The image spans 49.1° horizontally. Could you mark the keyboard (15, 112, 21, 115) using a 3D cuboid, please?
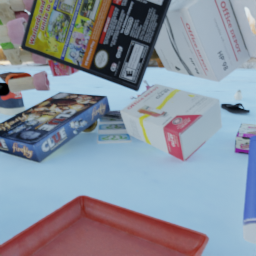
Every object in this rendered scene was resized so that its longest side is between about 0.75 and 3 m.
[{"bbox_3d":[-3.120,-0.459,9.964,1.796,0.230,1.078,12,32,37],"label":"keyboard"}]

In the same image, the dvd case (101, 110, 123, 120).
[{"bbox_3d":[0.042,-0.428,8.777,1.652,0.177,2.222,-5,8,-27],"label":"dvd case"}]

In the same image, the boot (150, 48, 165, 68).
[{"bbox_3d":[1.089,-2.460,9.948,1.264,0.485,0.982,-18,-17,-3],"label":"boot"}]

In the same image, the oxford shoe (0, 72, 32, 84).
[{"bbox_3d":[-3.510,-1.618,8.824,0.440,0.432,1.213,28,15,11],"label":"oxford shoe"}]

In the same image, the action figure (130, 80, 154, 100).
[{"bbox_3d":[0.942,-1.529,13.483,1.277,1.149,1.715,43,36,9],"label":"action figure"}]

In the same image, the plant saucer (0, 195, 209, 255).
[{"bbox_3d":[-0.356,1.416,2.820,1.865,0.342,1.861,8,17,30],"label":"plant saucer"}]

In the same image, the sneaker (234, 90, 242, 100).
[{"bbox_3d":[5.676,-1.732,14.371,0.421,0.495,1.119,3,15,17],"label":"sneaker"}]

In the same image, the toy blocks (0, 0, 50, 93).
[{"bbox_3d":[-2.387,-2.738,7.554,2.299,2.732,2.553,-10,-25,-5],"label":"toy blocks"}]

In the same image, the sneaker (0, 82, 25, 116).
[{"bbox_3d":[-5.246,-1.248,11.218,2.787,1.178,1.045,6,16,25],"label":"sneaker"}]

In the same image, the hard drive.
[{"bbox_3d":[2.868,0.769,4.264,1.946,0.374,2.950,-1,18,25],"label":"hard drive"}]

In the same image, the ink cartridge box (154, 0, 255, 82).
[{"bbox_3d":[1.471,-1.997,5.995,0.939,1.631,2.817,-36,26,-7],"label":"ink cartridge box"}]

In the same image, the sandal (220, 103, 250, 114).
[{"bbox_3d":[4.243,-0.850,11.300,0.641,0.361,1.687,-3,15,-12],"label":"sandal"}]

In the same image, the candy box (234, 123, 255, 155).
[{"bbox_3d":[3.221,0.272,6.928,0.970,0.434,1.422,6,16,25],"label":"candy box"}]

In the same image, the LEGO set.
[{"bbox_3d":[0.560,-0.193,8.277,2.938,0.721,2.195,-1,18,-4],"label":"LEGO set"}]

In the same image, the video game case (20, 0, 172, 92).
[{"bbox_3d":[-0.486,-2.355,5.226,2.430,2.689,0.343,21,10,3],"label":"video game case"}]

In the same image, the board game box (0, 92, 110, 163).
[{"bbox_3d":[-1.993,-0.182,7.284,1.857,0.474,2.741,9,32,30],"label":"board game box"}]

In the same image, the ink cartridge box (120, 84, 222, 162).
[{"bbox_3d":[0.991,-0.233,6.786,1.439,0.827,1.982,-38,38,-25],"label":"ink cartridge box"}]

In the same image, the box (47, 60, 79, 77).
[{"bbox_3d":[-2.193,-2.638,9.289,0.819,1.716,0.856,3,27,31],"label":"box"}]

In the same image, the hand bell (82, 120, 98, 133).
[{"bbox_3d":[-1.337,-0.209,8.841,0.639,0.639,1.228,-3,4,-12],"label":"hand bell"}]
